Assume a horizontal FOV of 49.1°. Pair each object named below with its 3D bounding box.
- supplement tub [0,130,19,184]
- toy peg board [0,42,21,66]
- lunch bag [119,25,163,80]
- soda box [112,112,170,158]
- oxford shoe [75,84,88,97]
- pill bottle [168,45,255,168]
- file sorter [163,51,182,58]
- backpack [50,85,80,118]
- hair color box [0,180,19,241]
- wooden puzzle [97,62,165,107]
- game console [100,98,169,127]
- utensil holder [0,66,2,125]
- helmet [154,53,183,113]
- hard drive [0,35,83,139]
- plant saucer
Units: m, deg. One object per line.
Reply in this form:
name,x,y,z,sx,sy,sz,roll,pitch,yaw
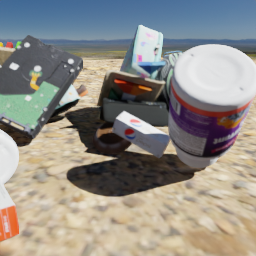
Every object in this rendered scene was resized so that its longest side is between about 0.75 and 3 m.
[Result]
supplement tub,-3.142,0.371,5.495,1.970,1.207,1.207,20,27,40
toy peg board,-4.280,-2.402,9.784,1.423,1.429,0.699,5,55,-11
lunch bag,0.293,-1.891,9.009,0.975,2.529,2.028,20,59,-9
soda box,0.299,0.143,6.433,1.288,0.410,0.439,28,34,12
oxford shoe,-2.216,-1.342,11.364,1.173,0.425,0.417,-37,27,-18
pill bottle,1.417,-0.207,5.182,1.314,2.359,1.314,-3,56,4
file sorter,1.683,-2.294,10.368,0.770,0.680,1.109,-5,38,9
backpack,-2.281,-0.946,9.146,1.297,0.994,1.140,-21,0,-7
hair color box,-2.520,1.322,3.814,1.732,0.554,0.960,-14,24,-33
wooden puzzle,0.034,-0.931,8.315,1.857,2.753,0.322,4,56,-6
game console,0.157,-0.199,8.022,1.860,1.636,1.083,4,62,-10
utensil holder,-4.146,-0.997,8.683,2.261,1.922,1.922,-4,19,-17
helmet,1.654,-1.360,9.072,2.070,1.974,2.070,-8,32,5
hard drive,-2.680,-1.200,7.728,1.870,0.506,2.676,24,64,6
plant saucer,-0.377,0.166,7.032,1.081,0.198,1.081,-6,48,7
